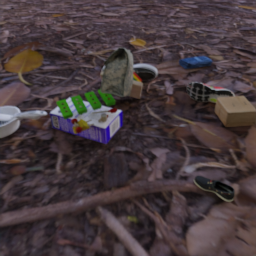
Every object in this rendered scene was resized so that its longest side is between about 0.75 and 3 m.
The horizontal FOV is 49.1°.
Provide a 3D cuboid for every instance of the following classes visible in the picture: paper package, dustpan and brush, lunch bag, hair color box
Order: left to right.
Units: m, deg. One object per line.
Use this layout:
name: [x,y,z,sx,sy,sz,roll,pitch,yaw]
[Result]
dustpan and brush: [-4.196,-0.280,9.855,2.836,0.811,1.979,3,33,5]
hair color box: [-1.475,-0.295,9.960,2.256,0.731,1.233,17,39,20]
lunch bag: [-0.278,-1.791,8.931,0.886,1.507,1.236,13,10,8]
paper package: [4.029,-0.626,10.549,1.186,0.644,1.244,-3,33,-5]

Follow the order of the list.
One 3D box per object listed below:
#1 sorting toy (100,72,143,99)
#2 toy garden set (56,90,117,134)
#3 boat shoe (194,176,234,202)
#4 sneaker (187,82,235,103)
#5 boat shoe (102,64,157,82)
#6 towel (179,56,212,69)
sorting toy: [-0.199,-1.888,11.390,1.646,1.636,0.573,17,79,3]
toy garden set: [-1.281,-0.543,9.428,1.837,0.367,1.531,-19,50,-19]
boat shoe: [2.304,1.542,7.507,1.129,0.354,0.413,25,41,35]
sneaker: [3.502,-1.452,11.937,2.018,0.777,0.857,19,21,19]
boat shoe: [0.040,-2.458,13.280,2.671,0.917,0.756,2,53,6]
towel: [3.688,-3.625,15.367,1.655,0.402,0.924,-12,34,-18]
